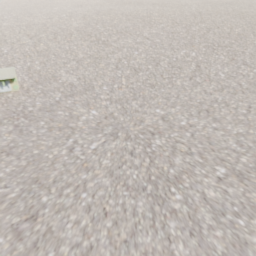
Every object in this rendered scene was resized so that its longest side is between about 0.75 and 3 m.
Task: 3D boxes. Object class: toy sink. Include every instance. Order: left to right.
[{"bbox_3d":[-5.527,-2.113,12.692,0.979,0.842,1.503,-13,31,-19],"label":"toy sink"}]
